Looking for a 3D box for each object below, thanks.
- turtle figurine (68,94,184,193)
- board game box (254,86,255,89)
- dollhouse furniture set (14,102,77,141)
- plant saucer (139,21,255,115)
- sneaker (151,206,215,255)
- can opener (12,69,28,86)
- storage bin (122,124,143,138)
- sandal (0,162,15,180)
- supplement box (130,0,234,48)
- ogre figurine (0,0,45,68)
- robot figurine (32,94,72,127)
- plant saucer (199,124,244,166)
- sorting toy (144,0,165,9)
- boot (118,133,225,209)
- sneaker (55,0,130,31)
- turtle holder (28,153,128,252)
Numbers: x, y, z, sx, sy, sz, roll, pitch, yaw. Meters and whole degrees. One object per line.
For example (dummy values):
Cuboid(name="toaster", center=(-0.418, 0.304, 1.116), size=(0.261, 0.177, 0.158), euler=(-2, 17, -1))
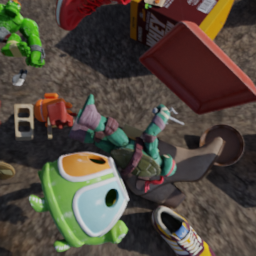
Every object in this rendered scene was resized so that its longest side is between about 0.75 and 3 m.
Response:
Cuboid(name="turtle figurine", center=(0.164, 0.347, 6.091), size=(2.758, 2.064, 1.388), euler=(25, 45, -14))
Cuboid(name="board game box", center=(3.560, -0.576, 6.777), size=(0.920, 0.189, 0.918), euler=(15, 33, -25))
Cuboid(name="dollhouse furniture set", center=(-2.720, -0.461, 6.989), size=(2.922, 1.572, 1.188), euler=(-3, 70, -19))
Cuboid(name="plant saucer", center=(1.719, -1.438, 7.164), size=(2.502, 2.507, 0.460), euler=(41, 73, -11))
Cuboid(name="sneaker", center=(1.508, 3.030, 7.539), size=(2.203, 0.993, 0.826), euler=(38, 71, 16))
Cuboid(name="can opener", center=(-2.743, -1.306, 7.140), size=(0.205, 0.259, 0.780), euler=(7, 35, -6))
Cuboid(name="storage bin", center=(0.153, 0.465, 9.035), size=(0.930, 0.436, 0.924), euler=(22, 68, 9))
Cuboid(name="sandal", center=(-4.419, 1.139, 8.650), size=(1.903, 0.764, 0.514), euler=(5, 44, 7))
Cuboid(name="supplement box", center=(1.969, -4.246, 10.402), size=(2.792, 1.854, 2.754), euler=(32, 69, 14))
Cuboid(name="ogre figurine", center=(-3.037, -2.424, 6.778), size=(2.173, 1.066, 1.303), euler=(10, 57, -17))
Cuboid(name="robot figurine", center=(-2.554, -0.603, 9.342), size=(1.325, 0.953, 0.773), euler=(-4, 33, -1))
Cuboid(name="plant saucer", center=(2.957, 0.548, 8.887), size=(1.338, 0.230, 1.338), euler=(-3, 81, 18))
Cuboid(name="sorting toy", center=(0.866, -4.211, 9.290), size=(0.624, 0.124, 0.844), euler=(21, 67, 9))
Cuboid(name="boot", center=(1.208, 0.872, 8.321), size=(2.137, 1.026, 2.922), euler=(39, 81, 0))
Cuboid(name="sneaker", center=(-0.928, -3.548, 7.750), size=(1.538, 2.663, 1.043), euler=(45, 34, 11))
Cuboid(name="turtle holder", center=(-0.777, 1.526, 5.554), size=(1.556, 1.665, 2.191), euler=(-23, 88, -4))
